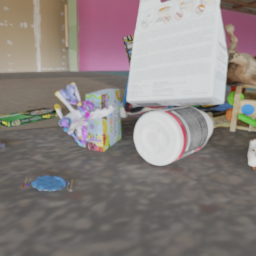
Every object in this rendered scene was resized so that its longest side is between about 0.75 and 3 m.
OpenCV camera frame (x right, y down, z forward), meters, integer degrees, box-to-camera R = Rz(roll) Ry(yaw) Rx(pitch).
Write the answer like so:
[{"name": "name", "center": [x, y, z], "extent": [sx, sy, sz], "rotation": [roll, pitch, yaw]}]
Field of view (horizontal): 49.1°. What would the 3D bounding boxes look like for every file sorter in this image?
[{"name": "file sorter", "center": [1.093, -1.631, 11.052], "extent": [1.784, 1.577, 2.571], "rotation": [-26, 37, 32]}]

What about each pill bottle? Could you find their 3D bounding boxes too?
[{"name": "pill bottle", "center": [1.348, 0.106, 7.486], "extent": [1.326, 1.326, 2.396], "rotation": [11, 15, 37]}]

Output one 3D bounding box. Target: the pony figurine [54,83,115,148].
[{"name": "pony figurine", "center": [-1.246, -0.331, 7.114], "extent": [1.270, 1.525, 1.472], "rotation": [-27, -4, -38]}]

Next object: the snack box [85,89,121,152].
[{"name": "snack box", "center": [-0.706, -0.289, 8.453], "extent": [0.559, 1.652, 1.393], "rotation": [5, 15, 20]}]

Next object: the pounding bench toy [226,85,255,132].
[{"name": "pounding bench toy", "center": [4.209, -0.516, 9.120], "extent": [1.946, 1.550, 2.495], "rotation": [9, 41, 21]}]

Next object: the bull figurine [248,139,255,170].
[{"name": "bull figurine", "center": [3.732, 0.738, 5.823], "extent": [1.492, 0.800, 2.458], "rotation": [-37, 31, -6]}]

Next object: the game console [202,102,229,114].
[{"name": "game console", "center": [4.529, -0.957, 13.631], "extent": [1.821, 0.320, 2.059], "rotation": [-14, 20, -43]}]

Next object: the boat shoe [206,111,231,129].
[{"name": "boat shoe", "center": [3.247, -0.364, 10.673], "extent": [2.090, 0.655, 0.766], "rotation": [-4, 15, -16]}]

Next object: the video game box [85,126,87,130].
[{"name": "video game box", "center": [-0.992, 0.043, 9.937], "extent": [1.033, 0.265, 1.134], "rotation": [2, 15, -1]}]

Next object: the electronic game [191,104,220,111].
[{"name": "electronic game", "center": [3.478, -1.191, 13.626], "extent": [1.884, 0.392, 1.884], "rotation": [-5, 19, 2]}]

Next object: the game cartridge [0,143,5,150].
[{"name": "game cartridge", "center": [-4.131, 0.636, 7.843], "extent": [0.740, 0.219, 1.141], "rotation": [8, 16, 13]}]

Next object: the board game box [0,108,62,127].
[{"name": "board game box", "center": [-4.249, -0.483, 11.927], "extent": [1.328, 0.297, 2.535], "rotation": [14, 20, 37]}]

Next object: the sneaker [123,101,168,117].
[{"name": "sneaker", "center": [0.627, -0.757, 9.439], "extent": [1.553, 0.626, 0.580], "rotation": [-9, -22, 3]}]

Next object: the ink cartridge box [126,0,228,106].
[{"name": "ink cartridge box", "center": [1.182, -2.006, 6.767], "extent": [2.348, 2.933, 0.693], "rotation": [2, -8, 41]}]

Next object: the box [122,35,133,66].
[{"name": "box", "center": [0.221, -2.268, 9.784], "extent": [0.391, 1.585, 1.265], "rotation": [-17, 35, 1]}]

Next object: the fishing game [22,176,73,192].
[{"name": "fishing game", "center": [-1.663, 1.183, 5.863], "extent": [0.998, 0.155, 0.714], "rotation": [5, 14, -11]}]

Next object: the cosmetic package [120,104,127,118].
[{"name": "cosmetic package", "center": [-0.106, -0.866, 12.999], "extent": [0.734, 0.450, 1.778], "rotation": [6, 16, 22]}]

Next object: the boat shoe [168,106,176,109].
[{"name": "boat shoe", "center": [1.955, -1.176, 13.588], "extent": [0.811, 0.751, 2.198], "rotation": [2, 15, 6]}]

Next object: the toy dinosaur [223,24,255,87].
[{"name": "toy dinosaur", "center": [3.313, -1.667, 8.110], "extent": [1.250, 1.974, 2.913], "rotation": [-39, 39, -3]}]

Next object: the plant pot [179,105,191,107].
[{"name": "plant pot", "center": [1.352, -0.807, 8.384], "extent": [1.097, 0.151, 1.097], "rotation": [19, 11, -4]}]
